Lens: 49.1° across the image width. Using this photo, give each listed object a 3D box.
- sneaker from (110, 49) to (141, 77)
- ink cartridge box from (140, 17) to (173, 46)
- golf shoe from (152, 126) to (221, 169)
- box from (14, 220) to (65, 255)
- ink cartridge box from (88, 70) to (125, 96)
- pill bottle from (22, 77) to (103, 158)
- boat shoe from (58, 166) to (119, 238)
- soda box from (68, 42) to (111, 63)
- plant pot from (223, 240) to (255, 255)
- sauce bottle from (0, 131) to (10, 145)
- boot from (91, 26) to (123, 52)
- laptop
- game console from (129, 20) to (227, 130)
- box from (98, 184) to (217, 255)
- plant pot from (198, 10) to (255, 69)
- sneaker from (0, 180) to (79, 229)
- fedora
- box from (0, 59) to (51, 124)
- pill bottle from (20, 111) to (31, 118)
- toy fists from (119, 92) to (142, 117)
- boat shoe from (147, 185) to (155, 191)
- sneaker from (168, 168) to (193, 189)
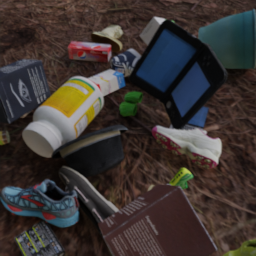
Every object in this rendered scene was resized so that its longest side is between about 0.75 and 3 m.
[{"bbox_3d":[0.271,-2.437,12.073,1.464,0.946,2.698,-26,50,-23],"label":"sneaker"},{"bbox_3d":[1.973,-3.343,11.846,2.514,1.060,1.837,52,35,13],"label":"ink cartridge box"},{"bbox_3d":[1.896,0.408,9.025,2.283,0.860,1.045,27,68,13],"label":"golf shoe"},{"bbox_3d":[-2.233,2.980,7.066,0.867,0.240,1.082,-30,52,-27],"label":"box"},{"bbox_3d":[-1.103,-1.776,11.511,1.692,0.569,0.983,-29,37,-27],"label":"ink cartridge box"},{"bbox_3d":[-2.170,-0.383,9.522,1.597,1.597,2.831,18,48,18],"label":"pill bottle"},{"bbox_3d":[-1.185,1.984,7.614,2.590,0.866,0.738,34,56,26],"label":"boat shoe"},{"bbox_3d":[-1.854,-3.675,13.538,1.988,0.630,0.696,7,45,7],"label":"soda box"},{"bbox_3d":[2.532,3.239,4.839,2.258,2.258,2.076,-34,78,-30],"label":"plant pot"},{"bbox_3d":[-4.799,0.448,9.489,1.428,0.462,0.462,-12,46,-9],"label":"sauce bottle"},{"bbox_3d":[-0.754,-4.697,14.541,1.971,0.710,1.524,30,51,28],"label":"boot"},{"bbox_3d":[2.121,-0.220,9.979,1.154,0.714,1.232,16,47,16],"label":"laptop"},{"bbox_3d":[1.474,-1.633,9.293,1.580,2.715,2.388,7,48,-29],"label":"game console"},{"bbox_3d":[0.480,2.174,5.632,1.704,1.413,1.399,-30,86,-13],"label":"box"},{"bbox_3d":[4.398,-3.794,12.534,2.332,2.482,2.482,-1,43,21],"label":"plant pot"},{"bbox_3d":[-2.336,1.805,7.536,2.265,1.082,0.898,13,17,8],"label":"sneaker"},{"bbox_3d":[-1.009,0.826,8.353,2.429,2.429,1.109,-19,81,-18],"label":"fedora"},{"bbox_3d":[-3.664,-1.254,9.134,1.023,1.451,1.961,11,33,29],"label":"box"},{"bbox_3d":[-3.863,-0.805,10.659,0.481,0.481,0.845,19,44,18],"label":"pill bottle"},{"bbox_3d":[0.085,-0.933,10.833,0.644,0.434,1.263,11,53,20],"label":"toy fists"},{"bbox_3d":[0.755,2.257,7.434,0.591,0.592,1.641,-6,40,19],"label":"boat shoe"},{"bbox_3d":[1.392,1.612,7.797,0.465,1.112,0.412,31,33,-3],"label":"sneaker"}]
